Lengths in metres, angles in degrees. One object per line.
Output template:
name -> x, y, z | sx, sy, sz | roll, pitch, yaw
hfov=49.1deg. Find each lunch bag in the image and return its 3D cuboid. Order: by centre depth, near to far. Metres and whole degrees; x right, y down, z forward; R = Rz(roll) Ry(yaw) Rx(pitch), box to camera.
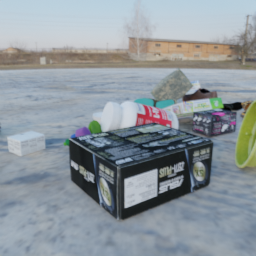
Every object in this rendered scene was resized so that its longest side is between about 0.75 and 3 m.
lunch bag -> 2.387, -2.201, 15.501 | 2.015, 1.444, 2.456 | -38, 7, 14

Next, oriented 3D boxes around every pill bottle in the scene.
pill bottle -> 0.342, -0.123, 8.840 | 2.238, 1.256, 1.256 | 11, 10, -25

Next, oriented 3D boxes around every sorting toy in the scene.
sorting toy -> -1.190, 0.338, 8.704 | 0.922, 0.929, 2.678 | -21, -5, 15

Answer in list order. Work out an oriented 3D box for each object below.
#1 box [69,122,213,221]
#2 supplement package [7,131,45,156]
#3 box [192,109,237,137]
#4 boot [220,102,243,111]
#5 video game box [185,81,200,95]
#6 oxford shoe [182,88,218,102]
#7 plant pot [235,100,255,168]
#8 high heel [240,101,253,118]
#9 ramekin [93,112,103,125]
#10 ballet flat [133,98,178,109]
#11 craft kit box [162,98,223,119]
box -> 0.273, 0.799, 6.636 | 2.678, 1.153, 2.193 | -11, 19, -34
supplement package -> -3.255, 0.487, 8.991 | 0.702, 0.499, 0.901 | 12, 19, 35
box -> 3.352, -0.212, 10.895 | 1.459, 0.837, 0.964 | -8, 16, -32
boot -> 5.423, -1.073, 14.617 | 1.222, 0.460, 0.914 | -6, 6, 21
video game box -> 3.915, -2.779, 19.863 | 2.328, 0.598, 2.556 | -9, 13, 15
oxford shoe -> 4.089, -1.752, 15.865 | 1.066, 1.086, 2.994 | -7, 14, -23
plant pot -> 4.071, 0.361, 7.501 | 1.758, 1.912, 1.912 | 14, 18, 8
high heel -> 5.618, -0.907, 13.443 | 1.485, 0.744, 2.083 | 3, 23, -14
ramekin -> -0.933, -0.322, 11.856 | 1.128, 0.525, 1.128 | 1, 15, 0
ballet flat -> 1.439, -1.058, 14.097 | 2.385, 0.809, 0.898 | 3, -12, 30
craft kit box -> 2.472, -0.746, 12.085 | 2.241, 0.544, 2.213 | -9, -1, -30
